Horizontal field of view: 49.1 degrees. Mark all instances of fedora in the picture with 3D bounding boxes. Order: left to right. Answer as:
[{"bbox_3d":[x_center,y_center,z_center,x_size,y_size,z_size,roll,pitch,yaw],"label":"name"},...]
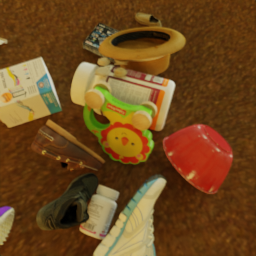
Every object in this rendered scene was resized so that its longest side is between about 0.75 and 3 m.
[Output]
[{"bbox_3d":[0.459,-2.410,9.190,2.828,1.153,2.828,-6,36,4],"label":"fedora"}]

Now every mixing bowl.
[{"bbox_3d":[2.037,0.634,7.540,1.989,1.989,1.077,50,115,19],"label":"mixing bowl"}]

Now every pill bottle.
[{"bbox_3d":[-0.743,2.248,7.543,0.721,0.721,1.272,20,75,8],"label":"pill bottle"},{"bbox_3d":[-0.152,-1.011,8.577,2.875,1.575,1.575,16,67,7],"label":"pill bottle"}]

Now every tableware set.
[{"bbox_3d":[-0.458,-1.785,8.130,0.938,0.130,1.123,2,47,2],"label":"tableware set"}]

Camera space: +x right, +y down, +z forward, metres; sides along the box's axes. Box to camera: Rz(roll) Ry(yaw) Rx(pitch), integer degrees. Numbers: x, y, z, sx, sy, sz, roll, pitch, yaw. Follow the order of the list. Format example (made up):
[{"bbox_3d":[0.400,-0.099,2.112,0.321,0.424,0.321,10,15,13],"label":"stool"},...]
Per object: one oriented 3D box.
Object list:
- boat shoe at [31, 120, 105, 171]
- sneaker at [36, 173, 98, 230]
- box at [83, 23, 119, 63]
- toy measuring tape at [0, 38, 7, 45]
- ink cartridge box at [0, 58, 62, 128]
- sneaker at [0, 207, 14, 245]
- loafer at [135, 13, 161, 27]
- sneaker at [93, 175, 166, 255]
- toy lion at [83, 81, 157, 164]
[{"bbox_3d":[-1.553,0.692,7.504,0.872,2.477,0.871,23,77,39],"label":"boat shoe"},{"bbox_3d":[-1.229,1.877,7.246,2.075,1.188,0.793,-35,111,-50],"label":"sneaker"},{"bbox_3d":[-0.746,-3.090,10.177,1.431,0.329,1.138,27,69,11],"label":"box"},{"bbox_3d":[-4.974,-2.368,9.810,0.799,0.799,2.173,18,45,8],"label":"toy measuring tape"},{"bbox_3d":[-3.244,-1.072,8.749,1.801,1.303,1.326,-20,68,-9],"label":"ink cartridge box"},{"bbox_3d":[-4.021,2.698,6.635,1.403,0.981,2.822,25,32,9],"label":"sneaker"},{"bbox_3d":[0.775,-4.115,10.605,1.116,0.376,0.424,27,69,11],"label":"loafer"},{"bbox_3d":[0.282,2.598,7.004,1.298,1.123,2.996,32,92,14],"label":"sneaker"},{"bbox_3d":[-0.270,0.038,7.894,2.188,2.097,0.751,25,38,4],"label":"toy lion"}]
